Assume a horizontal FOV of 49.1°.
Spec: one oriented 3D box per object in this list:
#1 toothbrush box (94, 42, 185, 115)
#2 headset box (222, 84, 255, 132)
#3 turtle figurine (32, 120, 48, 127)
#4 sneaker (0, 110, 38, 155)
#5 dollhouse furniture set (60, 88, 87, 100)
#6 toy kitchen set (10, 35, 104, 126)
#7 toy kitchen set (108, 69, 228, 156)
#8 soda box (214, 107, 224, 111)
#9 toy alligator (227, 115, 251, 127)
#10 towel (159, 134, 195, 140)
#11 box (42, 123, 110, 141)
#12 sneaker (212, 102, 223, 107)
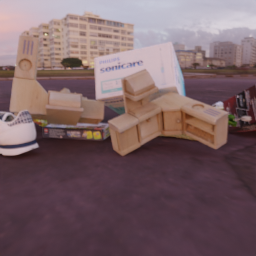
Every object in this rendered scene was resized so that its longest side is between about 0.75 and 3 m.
[{"bbox_3d":[0.515,-1.177,8.204,2.088,1.216,2.852,-7,-12,15],"label":"toothbrush box"},{"bbox_3d":[4.029,-0.587,7.588,1.946,1.010,2.615,-3,-11,-14],"label":"headset box"},{"bbox_3d":[-2.615,-0.314,8.780,1.636,0.653,2.028,0,0,-30],"label":"turtle figurine"},{"bbox_3d":[-3.039,0.071,6.365,2.257,0.909,0.862,-2,14,20],"label":"sneaker"},{"bbox_3d":[-1.792,-0.585,9.717,0.910,0.777,1.756,-31,-25,22],"label":"dollhouse furniture set"},{"bbox_3d":[-1.642,-1.200,6.885,2.208,1.992,1.801,5,-10,-14],"label":"toy kitchen set"},{"bbox_3d":[0.769,-0.257,5.780,1.883,1.536,1.699,-27,36,-27],"label":"toy kitchen set"},{"bbox_3d":[2.969,-0.373,9.205,1.894,0.606,0.641,-3,10,-11],"label":"soda box"},{"bbox_3d":[2.321,-0.166,7.062,0.510,0.370,1.539,-14,17,-38],"label":"toy alligator"},{"bbox_3d":[1.594,-0.020,8.116,2.197,0.401,1.630,6,14,25],"label":"towel"},{"bbox_3d":[-1.404,0.071,7.906,1.718,0.298,0.946,3,12,13],"label":"box"},{"bbox_3d":[4.190,-0.910,12.425,0.512,0.443,1.181,-12,8,-23],"label":"sneaker"}]
